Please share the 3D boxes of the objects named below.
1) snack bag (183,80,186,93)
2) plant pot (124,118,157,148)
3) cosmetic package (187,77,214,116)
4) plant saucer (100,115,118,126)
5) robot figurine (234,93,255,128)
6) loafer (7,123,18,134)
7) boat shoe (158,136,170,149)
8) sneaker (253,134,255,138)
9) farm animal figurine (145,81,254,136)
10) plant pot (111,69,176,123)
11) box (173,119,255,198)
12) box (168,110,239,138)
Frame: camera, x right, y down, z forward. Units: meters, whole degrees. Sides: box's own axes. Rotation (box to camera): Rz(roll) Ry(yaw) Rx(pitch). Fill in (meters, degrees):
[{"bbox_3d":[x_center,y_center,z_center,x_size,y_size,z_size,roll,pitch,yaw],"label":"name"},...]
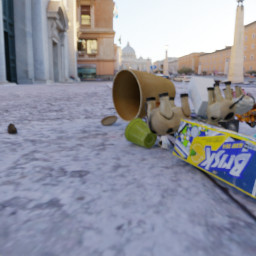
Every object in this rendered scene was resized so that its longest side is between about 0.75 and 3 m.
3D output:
[{"bbox_3d":[2.156,-1.163,10.625,0.120,1.117,1.053,-8,-14,11],"label":"snack bag"},{"bbox_3d":[0.459,0.232,8.867,0.850,0.850,0.818,-8,27,-34],"label":"plant pot"},{"bbox_3d":[2.843,-1.189,10.386,0.916,0.659,1.623,7,40,-8],"label":"cosmetic package"},{"bbox_3d":[-0.828,-0.313,12.282,0.796,0.117,0.796,-12,30,7],"label":"plant saucer"},{"bbox_3d":[4.104,-0.650,9.920,0.497,1.238,1.708,-10,11,6],"label":"robot figurine"},{"bbox_3d":[-4.508,0.013,10.797,0.334,0.327,0.915,-8,14,-34],"label":"loafer"},{"bbox_3d":[1.071,0.453,8.780,0.292,0.297,0.837,5,17,-7],"label":"boat shoe"},{"bbox_3d":[3.721,-0.422,6.428,2.700,1.046,1.075,-47,30,-23],"label":"sneaker"},{"bbox_3d":[2.113,-0.322,8.132,2.910,1.463,2.350,-8,-4,18],"label":"farm animal figurine"},{"bbox_3d":[0.782,-1.401,11.420,2.225,2.073,2.073,-11,16,-34],"label":"plant pot"},{"bbox_3d":[2.177,0.565,6.193,0.920,1.002,2.860,9,7,-23],"label":"box"},{"bbox_3d":[2.474,-0.203,11.048,2.334,0.634,2.914,-4,12,-17],"label":"box"}]
